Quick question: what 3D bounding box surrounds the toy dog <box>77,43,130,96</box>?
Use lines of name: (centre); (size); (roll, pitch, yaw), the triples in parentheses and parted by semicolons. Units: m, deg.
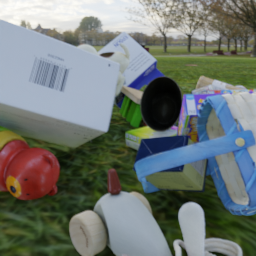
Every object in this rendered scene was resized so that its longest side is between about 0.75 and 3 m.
toy dog: (-1.041, -2.280, 10.169); (1.974, 1.914, 1.377); (16, 44, -18)

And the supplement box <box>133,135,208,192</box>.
supplement box: (0.876, 0.742, 5.610); (1.066, 1.065, 0.716); (-7, 54, 39)

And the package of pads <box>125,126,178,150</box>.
package of pads: (0.906, 0.331, 8.652); (1.621, 0.553, 1.253); (-15, 22, -38)

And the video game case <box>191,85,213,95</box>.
video game case: (3.120, -1.477, 11.770); (0.889, 0.113, 0.804); (-17, 28, 17)

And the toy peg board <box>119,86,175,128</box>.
toy peg board: (0.809, -0.658, 11.055); (2.245, 1.103, 2.254); (14, 15, -24)

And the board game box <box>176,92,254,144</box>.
board game box: (2.094, 0.026, 7.008); (1.611, 2.396, 0.536); (-2, 62, 4)

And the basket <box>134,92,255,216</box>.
basket: (1.609, 0.572, 5.078); (2.923, 2.033, 2.577); (-20, -17, -2)

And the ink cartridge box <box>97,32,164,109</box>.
ink cartridge box: (-0.130, -2.452, 12.237); (2.824, 2.830, 0.575); (-45, -5, -21)

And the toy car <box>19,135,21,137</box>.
toy car: (-3.780, -0.198, 9.769); (1.948, 0.434, 1.833); (-32, 37, 20)

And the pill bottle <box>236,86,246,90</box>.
pill bottle: (5.291, -1.530, 13.696); (0.892, 0.892, 1.567); (10, 19, 28)

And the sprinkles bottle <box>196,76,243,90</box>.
sprinkles bottle: (4.397, -1.590, 12.742); (2.526, 0.862, 0.862); (23, 26, 20)

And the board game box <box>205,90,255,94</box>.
board game box: (3.915, -0.843, 10.829); (1.894, 0.993, 0.976); (-2, -17, -4)

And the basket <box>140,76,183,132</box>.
basket: (1.034, -0.556, 8.140); (1.116, 1.480, 1.642); (5, -4, 12)

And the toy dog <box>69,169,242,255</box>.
toy dog: (0.346, 1.455, 4.009); (2.705, 1.303, 1.784); (9, 20, 25)

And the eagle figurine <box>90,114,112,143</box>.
eagle figurine: (-1.172, -0.248, 9.211); (1.029, 1.034, 1.363); (-25, 49, -30)

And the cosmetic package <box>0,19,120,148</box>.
cosmetic package: (-2.169, -0.774, 7.010); (2.882, 1.777, 2.891); (16, -16, -21)

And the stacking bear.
stacking bear: (-2.816, 0.745, 6.117); (2.773, 1.684, 1.577); (14, 23, 16)
